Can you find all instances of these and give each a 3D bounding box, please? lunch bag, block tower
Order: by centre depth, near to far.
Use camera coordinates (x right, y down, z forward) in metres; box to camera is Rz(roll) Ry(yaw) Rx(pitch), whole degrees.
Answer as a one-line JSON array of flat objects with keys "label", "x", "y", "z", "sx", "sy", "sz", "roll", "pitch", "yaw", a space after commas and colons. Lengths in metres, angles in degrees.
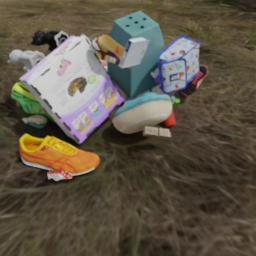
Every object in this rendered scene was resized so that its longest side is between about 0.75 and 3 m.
[{"label": "block tower", "x": 0.964, "y": 0.164, "z": 9.653, "sx": 1.009, "sy": 0.292, "sz": 0.272, "roll": 8, "pitch": 71, "yaw": -28}, {"label": "lunch bag", "x": 1.988, "y": -2.472, "z": 11.299, "sx": 1.916, "sy": 1.629, "sz": 1.187, "roll": -40, "pitch": 52, "yaw": -22}]

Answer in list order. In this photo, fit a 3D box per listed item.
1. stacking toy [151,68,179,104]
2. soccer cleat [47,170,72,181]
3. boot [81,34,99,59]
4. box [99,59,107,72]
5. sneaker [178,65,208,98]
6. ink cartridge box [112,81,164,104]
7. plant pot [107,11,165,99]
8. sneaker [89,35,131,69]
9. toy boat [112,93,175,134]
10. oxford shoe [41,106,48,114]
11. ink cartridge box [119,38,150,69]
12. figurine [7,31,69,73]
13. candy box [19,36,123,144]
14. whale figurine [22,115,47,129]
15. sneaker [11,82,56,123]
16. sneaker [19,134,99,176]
[{"label": "stacking toy", "x": 1.583, "y": -1.805, "z": 12.235, "sx": 0.428, "sy": 1.821, "sz": 1.373, "roll": -39, "pitch": 4, "yaw": 3}, {"label": "soccer cleat", "x": -2.177, "y": 1.548, "z": 8.909, "sx": 0.786, "sy": 0.335, "sz": 0.270, "roll": 9, "pitch": 20, "yaw": -1}, {"label": "boot", "x": -1.469, "y": -2.903, "z": 12.166, "sx": 1.076, "sy": 1.398, "sz": 2.925, "roll": 45, "pitch": 9, "yaw": 21}, {"label": "box", "x": -1.077, "y": -3.201, "z": 15.269, "sx": 1.020, "sy": 0.869, "sz": 1.596, "roll": -6, "pitch": 36, "yaw": -9}, {"label": "sneaker", "x": 3.041, "y": -2.044, "z": 12.968, "sx": 0.649, "sy": 1.760, "sz": 0.763, "roll": 41, "pitch": 7, "yaw": 11}, {"label": "ink cartridge box", "x": 0.521, "y": -2.218, "z": 13.763, "sx": 2.428, "sy": 1.022, "sz": 1.755, "roll": -18, "pitch": 40, "yaw": -24}, {"label": "plant pot", "x": 0.324, "y": -3.241, "z": 12.063, "sx": 2.040, "sy": 2.887, "sz": 2.039, "roll": -29, "pitch": 56, "yaw": -19}, {"label": "sneaker", "x": -0.580, "y": -2.522, "z": 9.609, "sx": 0.747, "sy": 1.657, "sz": 0.621, "roll": -11, "pitch": 59, "yaw": 37}, {"label": "toy boat", "x": 0.772, "y": -0.670, "z": 10.718, "sx": 2.469, "sy": 1.365, "sz": 2.937, "roll": -23, "pitch": -13, "yaw": 40}, {"label": "oxford shoe", "x": -2.465, "y": -1.426, "z": 10.994, "sx": 0.783, "sy": 0.816, "sz": 2.211, "roll": 40, "pitch": 69, "yaw": -7}, {"label": "ink cartridge box", "x": 0.207, "y": -2.483, "z": 9.244, "sx": 0.201, "sy": 0.987, "sz": 0.989, "roll": 42, "pitch": 39, "yaw": 20}, {"label": "figurine", "x": -3.491, "y": -2.944, "z": 10.683, "sx": 1.999, "sy": 0.882, "sz": 2.049, "roll": 23, "pitch": 62, "yaw": 38}, {"label": "candy box", "x": -1.901, "y": -1.359, "z": 10.182, "sx": 2.493, "sy": 2.973, "sz": 1.063, "roll": -46, "pitch": 39, "yaw": -17}, {"label": "whale figurine", "x": -3.784, "y": -0.216, "z": 11.347, "sx": 0.962, "sy": 0.499, "sz": 0.765, "roll": -7, "pitch": 29, "yaw": -43}, {"label": "sneaker", "x": -3.754, "y": -0.959, "z": 11.623, "sx": 2.297, "sy": 0.960, "sz": 0.851, "roll": 38, "pitch": 34, "yaw": -19}, {"label": "sneaker", "x": -2.387, "y": 0.883, "z": 9.426, "sx": 2.869, "sy": 1.107, "sz": 1.047, "roll": 8, "pitch": 35, "yaw": 6}]
